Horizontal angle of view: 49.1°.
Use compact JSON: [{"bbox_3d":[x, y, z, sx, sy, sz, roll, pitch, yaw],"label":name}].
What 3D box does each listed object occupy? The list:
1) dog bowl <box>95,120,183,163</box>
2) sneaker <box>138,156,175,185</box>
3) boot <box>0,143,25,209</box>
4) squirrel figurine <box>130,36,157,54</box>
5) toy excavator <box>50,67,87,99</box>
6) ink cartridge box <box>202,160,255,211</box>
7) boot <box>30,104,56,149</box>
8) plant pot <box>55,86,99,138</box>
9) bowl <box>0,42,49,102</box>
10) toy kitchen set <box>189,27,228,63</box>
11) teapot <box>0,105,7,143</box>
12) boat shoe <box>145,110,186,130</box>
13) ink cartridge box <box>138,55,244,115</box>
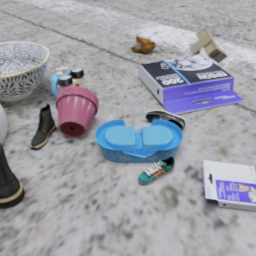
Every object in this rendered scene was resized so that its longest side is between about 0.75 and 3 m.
[{"bbox_3d":[0.277,0.366,7.467,2.281,0.566,1.272,0,38,-1],"label":"dog bowl"},{"bbox_3d":[0.681,0.987,6.765,1.059,0.423,0.378,-22,43,-26],"label":"sneaker"},{"bbox_3d":[-3.486,0.955,5.876,2.254,1.559,0.873,-6,38,-6],"label":"boot"},{"bbox_3d":[0.802,-3.833,12.989,1.029,0.728,0.961,33,36,16],"label":"squirrel figurine"},{"bbox_3d":[-2.280,-1.671,9.947,1.936,0.967,1.882,11,37,29],"label":"toy excavator"},{"bbox_3d":[2.351,1.301,6.474,1.246,0.270,1.235,8,38,6],"label":"ink cartridge box"},{"bbox_3d":[-2.446,-0.044,7.798,0.452,0.807,1.167,6,38,8],"label":"boot"},{"bbox_3d":[-1.508,-0.379,8.042,1.239,1.239,1.109,1,53,2],"label":"plant pot"},{"bbox_3d":[-4.068,-1.793,9.615,2.917,1.369,2.917,0,37,0],"label":"bowl"},{"bbox_3d":[2.395,-2.398,8.544,0.784,0.709,0.869,11,53,-47],"label":"toy kitchen set"},{"bbox_3d":[-4.609,-0.376,7.225,2.779,2.030,2.743,0,38,-1],"label":"teapot"},{"bbox_3d":[1.079,-0.225,8.324,1.250,0.449,0.423,16,36,16],"label":"boat shoe"},{"bbox_3d":[2.192,-1.675,10.094,2.872,0.629,2.899,-12,40,-16],"label":"ink cartridge box"}]
